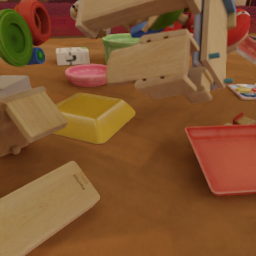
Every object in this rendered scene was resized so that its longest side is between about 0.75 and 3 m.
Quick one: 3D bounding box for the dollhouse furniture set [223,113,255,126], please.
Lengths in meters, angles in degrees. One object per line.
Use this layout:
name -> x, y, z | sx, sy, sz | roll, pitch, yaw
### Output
dollhouse furniture set -> 3.029, 0.217, 7.807 | 1.396, 0.568, 0.751 | -31, 37, -18

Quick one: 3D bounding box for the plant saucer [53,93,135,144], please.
plant saucer -> -1.326, -0.501, 9.013 | 2.470, 0.598, 2.470 | 11, 29, 22

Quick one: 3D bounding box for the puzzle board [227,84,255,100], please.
puzzle board -> 5.477, -1.531, 11.508 | 2.258, 0.196, 1.702 | 0, 27, -1

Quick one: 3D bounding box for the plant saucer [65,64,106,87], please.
plant saucer -> -1.756, -2.397, 12.826 | 2.185, 0.554, 2.185 | 0, 28, 0

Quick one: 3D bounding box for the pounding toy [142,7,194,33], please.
pounding toy -> 1.101, -2.656, 6.277 | 0.837, 1.393, 1.804 | 27, 7, -12

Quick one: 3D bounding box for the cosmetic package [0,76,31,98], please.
cosmetic package -> -4.462, -1.059, 9.671 | 1.239, 1.046, 2.319 | 3, 29, 13

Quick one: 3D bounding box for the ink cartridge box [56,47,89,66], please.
ink cartridge box -> -3.179, -4.112, 16.014 | 1.784, 0.741, 1.308 | -5, 27, -10

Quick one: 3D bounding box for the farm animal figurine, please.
farm animal figurine -> -0.459, -3.769, 9.167 | 2.179, 2.155, 1.136 | 43, 3, -3

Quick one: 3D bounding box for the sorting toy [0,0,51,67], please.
sorting toy -> -3.139, -2.521, 7.771 | 1.132, 1.656, 2.757 | -2, 35, 15

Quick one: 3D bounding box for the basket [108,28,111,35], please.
basket -> -0.811, -4.108, 10.770 | 0.611, 0.775, 0.878 | 8, -1, 11

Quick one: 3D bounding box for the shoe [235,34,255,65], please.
shoe -> 3.747, -2.150, 8.002 | 1.245, 0.566, 0.445 | 30, 42, -2

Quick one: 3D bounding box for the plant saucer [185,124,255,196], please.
plant saucer -> 2.610, 0.728, 6.479 | 2.187, 0.402, 2.191 | -3, 36, -5

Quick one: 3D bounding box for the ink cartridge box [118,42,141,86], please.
ink cartridge box -> 0.176, -1.939, 8.059 | 1.156, 0.527, 1.403 | -26, 27, 24

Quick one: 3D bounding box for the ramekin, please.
ramekin -> 0.056, -4.286, 15.577 | 2.952, 1.442, 2.952 | 0, 27, 0

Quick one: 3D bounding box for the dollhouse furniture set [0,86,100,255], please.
dollhouse furniture set -> -2.350, 1.169, 5.806 | 2.620, 2.244, 2.755 | -28, 72, -42

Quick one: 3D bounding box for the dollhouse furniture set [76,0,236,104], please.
dollhouse furniture set -> 0.677, -1.339, 4.714 | 1.739, 2.516, 2.665 | -2, -15, 33

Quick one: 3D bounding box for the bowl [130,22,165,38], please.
bowl -> 0.574, -2.934, 8.326 | 1.063, 0.209, 1.063 | -12, 5, 1

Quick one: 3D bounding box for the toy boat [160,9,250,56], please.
toy boat -> 2.357, -3.371, 8.758 | 2.749, 1.797, 1.794 | 2, 47, 12
